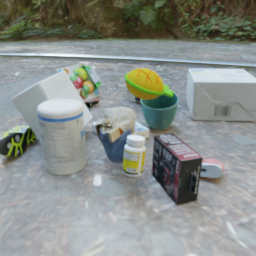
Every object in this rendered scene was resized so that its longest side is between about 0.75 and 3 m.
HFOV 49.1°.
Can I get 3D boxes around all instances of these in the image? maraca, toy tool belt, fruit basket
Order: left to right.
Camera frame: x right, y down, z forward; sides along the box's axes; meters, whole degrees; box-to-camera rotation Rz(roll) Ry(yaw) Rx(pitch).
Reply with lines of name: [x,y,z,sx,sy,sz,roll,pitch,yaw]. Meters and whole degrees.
fruit basket: [-2.422,-2.392,14.562,1.023,2.022,2.183,-29,2,31]
toy tool belt: [-0.233,0.483,7.900,1.272,2.038,1.252,-6,44,10]
maraca: [0.685,-1.365,8.965,1.764,0.944,1.209,8,35,-30]

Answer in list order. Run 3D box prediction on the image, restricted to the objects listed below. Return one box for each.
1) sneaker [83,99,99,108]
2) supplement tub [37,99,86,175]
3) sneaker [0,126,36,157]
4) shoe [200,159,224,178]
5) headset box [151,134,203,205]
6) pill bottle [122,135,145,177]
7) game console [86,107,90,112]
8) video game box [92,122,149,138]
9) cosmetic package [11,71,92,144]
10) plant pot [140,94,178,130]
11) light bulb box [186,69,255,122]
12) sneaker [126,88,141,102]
sneaker: [-1.775,-1.154,13.473,0.892,0.315,0.436,-14,27,-23]
supplement tub: [-1.877,0.227,8.077,1.269,1.924,1.269,0,23,0]
sneaker: [-3.783,0.449,9.234,0.799,0.789,2.092,-4,12,8]
shoe: [2.008,1.112,7.922,1.361,0.486,0.619,5,6,28]
headset box: [1.215,1.024,7.071,0.616,1.220,1.641,-7,23,-19]
pill bottle: [0.148,0.657,6.615,0.506,0.886,0.506,5,14,-1]
game console: [-2.732,-0.974,12.020,1.476,1.023,1.729,-34,38,-25]
video game box: [-0.315,0.080,10.416,1.520,0.390,1.668,-16,29,-29]
cosmetic package: [-2.523,-0.660,9.696,1.249,2.033,2.026,-23,15,20]
plant pot: [1.213,-0.636,10.935,1.428,1.146,1.428,-2,37,2]
light bulb box: [4.119,-1.576,12.648,2.727,1.717,2.751,2,22,6]
sneaker: [1.381,-1.741,13.814,1.814,1.113,2.788,-23,21,-27]
